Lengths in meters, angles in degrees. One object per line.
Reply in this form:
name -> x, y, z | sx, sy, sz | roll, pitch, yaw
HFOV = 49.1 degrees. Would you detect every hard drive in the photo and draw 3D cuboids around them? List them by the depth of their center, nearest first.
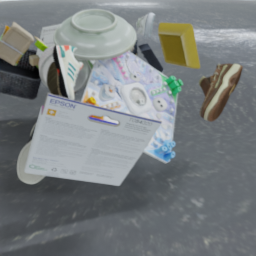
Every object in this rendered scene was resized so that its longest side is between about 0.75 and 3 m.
hard drive -> 0.955, -2.875, 11.689 | 0.442, 1.407, 2.086 | -32, 18, 11

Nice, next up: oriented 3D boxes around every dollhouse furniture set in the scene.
dollhouse furniture set -> -3.238, -2.447, 8.812 | 0.827, 1.070, 2.141 | 46, 9, 33

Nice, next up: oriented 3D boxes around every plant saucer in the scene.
plant saucer -> -0.922, -2.736, 7.727 | 2.316, 0.581, 2.316 | 1, 47, -1
plant saucer -> 2.176, -3.650, 12.729 | 0.505, 2.084, 2.084 | -35, 36, -21

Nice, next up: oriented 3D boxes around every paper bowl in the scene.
paper bowl -> -1.974, -1.786, 8.924 | 1.641, 1.641, 0.853 | -9, 47, -14

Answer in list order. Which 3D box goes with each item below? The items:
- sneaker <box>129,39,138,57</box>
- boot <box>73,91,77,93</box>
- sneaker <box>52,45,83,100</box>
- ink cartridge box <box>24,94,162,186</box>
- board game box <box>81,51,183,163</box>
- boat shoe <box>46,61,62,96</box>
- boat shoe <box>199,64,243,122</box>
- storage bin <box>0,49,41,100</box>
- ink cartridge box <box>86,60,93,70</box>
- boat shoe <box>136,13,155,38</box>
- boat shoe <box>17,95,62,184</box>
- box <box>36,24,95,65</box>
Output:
sneaker -> 0.247, -3.316, 12.155 | 0.429, 1.080, 0.423 | 24, 6, 3
boot -> -2.532, -2.237, 14.524 | 1.491, 0.514, 1.600 | -10, 29, 8
sneaker -> -1.031, -0.999, 5.125 | 0.496, 1.062, 0.374 | -13, 3, -27
ink cartridge box -> -0.802, 0.293, 5.881 | 2.259, 2.301, 0.498 | 13, 40, -21
board game box -> 0.296, -0.893, 7.970 | 2.977, 0.385, 2.977 | 28, 55, -23
boat shoe -> -1.932, -1.176, 7.961 | 0.511, 0.541, 1.504 | 12, 59, -46
boat shoe -> 2.572, -1.139, 8.446 | 0.970, 0.969, 2.623 | 23, 45, 24
storage bin -> -4.528, -2.237, 10.622 | 2.434, 1.141, 1.645 | 13, 48, -22
ink cartridge box -> -0.700, -2.283, 8.625 | 1.353, 0.985, 0.324 | -30, 20, -15
boat shoe -> 0.601, -3.885, 10.714 | 0.628, 0.691, 1.879 | 19, -1, 1
boat shoe -> -2.021, 0.265, 6.825 | 0.836, 2.264, 0.683 | 20, 8, -13
box -> -2.002, -2.872, 10.744 | 2.043, 1.342, 2.053 | 0, -15, 28
